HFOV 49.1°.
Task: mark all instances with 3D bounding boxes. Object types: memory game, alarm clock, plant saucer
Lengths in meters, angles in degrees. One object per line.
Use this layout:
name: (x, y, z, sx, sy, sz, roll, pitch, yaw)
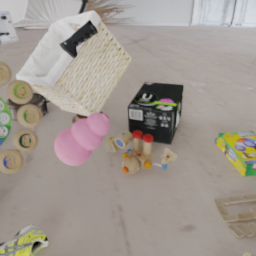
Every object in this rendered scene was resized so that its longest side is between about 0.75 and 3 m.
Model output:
memory game: (-3.321, -0.172, 6.094, 2.908, 2.908, 0.185, -19, 10, -32)
alarm clock: (-4.917, -1.007, 12.793, 2.632, 0.876, 1.775, -7, 28, -6)
plant saucer: (-1.688, -0.485, 12.329, 1.567, 0.287, 1.567, 0, 27, 0)

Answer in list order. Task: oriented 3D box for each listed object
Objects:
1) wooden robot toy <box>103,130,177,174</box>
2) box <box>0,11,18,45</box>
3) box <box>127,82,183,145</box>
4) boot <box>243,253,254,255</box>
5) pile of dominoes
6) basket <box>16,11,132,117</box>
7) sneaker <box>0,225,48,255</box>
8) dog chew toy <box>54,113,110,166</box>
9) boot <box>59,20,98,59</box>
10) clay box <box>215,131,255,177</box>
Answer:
wooden robot toy: (0.114, 0.863, 8.937, 2.720, 1.198, 1.234, 18, 43, 32)
box: (-3.891, -3.160, 8.855, 0.543, 0.931, 0.280, -18, 9, -26)
box: (1.149, -0.679, 11.175, 1.739, 1.456, 2.342, 9, 35, 17)
boot: (2.283, 2.883, 5.715, 0.994, 0.362, 0.773, 12, 30, 20)
pile of dominoes: (3.247, 2.282, 7.180, 1.739, 0.277, 1.356, -8, 28, 2)
basket: (-1.757, -2.023, 9.228, 2.625, 2.130, 2.649, 15, 71, 49)
sneaker: (-2.379, 2.677, 5.871, 0.607, 0.599, 1.588, 15, 32, 28)
dog chew toy: (-1.088, 0.227, 6.987, 1.563, 0.973, 0.973, -41, 26, 11)
boot: (-1.146, -2.168, 6.934, 0.938, 0.308, 0.773, -38, -7, 8)
clay box: (4.053, 0.740, 9.638, 1.346, 0.558, 2.344, -3, 28, -8)
